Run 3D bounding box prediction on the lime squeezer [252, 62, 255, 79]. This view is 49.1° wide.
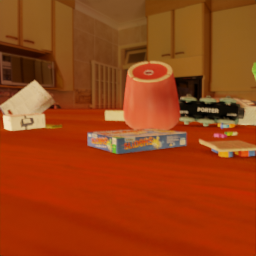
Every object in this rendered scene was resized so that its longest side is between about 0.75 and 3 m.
[{"bbox_3d":[2.553,0.123,4.579,2.702,0.954,0.510,32,-33,-32],"label":"lime squeezer"}]

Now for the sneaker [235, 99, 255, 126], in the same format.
[{"bbox_3d":[5.173,-0.634,11.786,1.089,1.075,2.742,-8,19,-29],"label":"sneaker"}]

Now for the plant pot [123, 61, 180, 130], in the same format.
[{"bbox_3d":[0.705,-1.048,8.810,1.896,1.678,1.896,-4,39,3],"label":"plant pot"}]

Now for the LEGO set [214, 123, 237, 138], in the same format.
[{"bbox_3d":[2.684,0.041,7.868,0.412,0.383,1.003,5,6,40],"label":"LEGO set"}]

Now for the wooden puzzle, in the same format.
[{"bbox_3d":[1.830,0.372,5.031,0.905,0.210,0.839,3,6,-5],"label":"wooden puzzle"}]

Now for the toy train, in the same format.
[{"bbox_3d":[3.204,-0.641,11.403,2.848,1.213,1.623,4,-3,14],"label":"toy train"}]

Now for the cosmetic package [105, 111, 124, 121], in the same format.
[{"bbox_3d":[-0.418,-0.663,15.045,1.479,0.540,0.766,3,6,22],"label":"cosmetic package"}]

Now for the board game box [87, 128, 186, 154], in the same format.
[{"bbox_3d":[0.190,0.241,5.939,1.760,0.303,1.192,-3,6,-35],"label":"board game box"}]

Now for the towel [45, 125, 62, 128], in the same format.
[{"bbox_3d":[-3.194,-0.081,10.779,1.281,0.116,0.551,3,5,31],"label":"towel"}]

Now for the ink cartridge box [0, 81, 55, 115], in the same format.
[{"bbox_3d":[-4.313,-0.989,11.904,1.971,0.400,1.967,-39,46,-11],"label":"ink cartridge box"}]

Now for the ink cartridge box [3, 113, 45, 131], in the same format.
[{"bbox_3d":[-3.687,-0.226,9.926,1.197,0.505,0.867,-7,8,-38],"label":"ink cartridge box"}]
